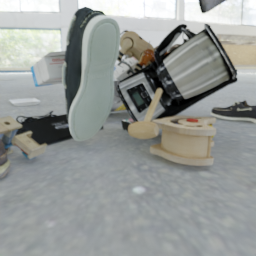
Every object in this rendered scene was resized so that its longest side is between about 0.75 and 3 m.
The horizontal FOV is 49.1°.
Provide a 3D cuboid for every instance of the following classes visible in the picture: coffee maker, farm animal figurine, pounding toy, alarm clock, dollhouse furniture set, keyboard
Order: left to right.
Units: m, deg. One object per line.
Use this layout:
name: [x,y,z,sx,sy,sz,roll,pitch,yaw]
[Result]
dollhouse furniture set: [-2.413,0.427,5.668,1.097,0.773,0.769,35,25,13]
keyboard: [-1.979,0.060,7.731,1.351,0.515,2.597,35,29,26]
farm animal figurine: [0.892,-2.354,10.240,2.201,1.370,2.725,27,-9,30]
coffee maker: [1.275,-1.046,7.185,2.580,1.738,2.478,-30,-28,16]
alarm clock: [2.003,-2.728,10.932,0.739,2.221,1.498,5,21,-22]
pounding toy: [1.220,-0.083,5.746,1.378,1.383,2.410,9,12,35]

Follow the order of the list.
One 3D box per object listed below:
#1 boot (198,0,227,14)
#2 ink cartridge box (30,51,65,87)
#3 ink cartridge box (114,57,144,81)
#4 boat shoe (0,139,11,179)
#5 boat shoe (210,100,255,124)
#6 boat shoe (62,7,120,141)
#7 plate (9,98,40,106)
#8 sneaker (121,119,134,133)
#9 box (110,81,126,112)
boot: [1.966,-2.645,5.311,0.904,0.479,1.373,8,45,43]
ink cartridge box: [-1.715,-1.452,6.963,0.961,0.553,1.659,-14,7,-31]
ink cartridge box: [-0.049,-2.216,10.549,1.135,0.478,0.820,-37,42,1]
boat shoe: [-3.147,0.529,4.598,2.211,0.811,0.824,-7,15,-26]
boat shoe: [3.893,-0.573,9.342,2.310,0.697,0.853,12,18,41]
boat shoe: [-0.888,-1.052,6.080,1.107,2.928,0.883,-12,42,-41]
plate: [-4.768,-1.175,12.880,1.196,0.193,1.193,-8,17,-30]
sneaker: [0.235,-0.066,7.922,0.628,0.435,1.040,-14,16,-14]
box: [-0.203,-1.082,9.892,1.759,0.537,2.221,-9,-8,-23]
